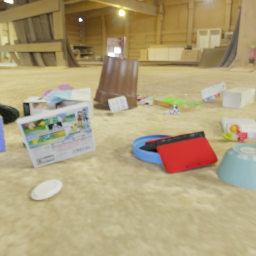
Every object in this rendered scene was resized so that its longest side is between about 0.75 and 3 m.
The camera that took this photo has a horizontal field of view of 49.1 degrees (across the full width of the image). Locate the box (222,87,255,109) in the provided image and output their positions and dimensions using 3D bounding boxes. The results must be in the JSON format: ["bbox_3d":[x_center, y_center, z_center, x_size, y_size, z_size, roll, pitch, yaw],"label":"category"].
[{"bbox_3d":[6.590,-1.823,16.676,1.119,0.916,2.356,14,21,40],"label":"box"}]

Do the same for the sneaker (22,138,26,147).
[{"bbox_3d":[-2.752,0.351,9.484,2.112,0.813,0.799,6,19,27],"label":"sneaker"}]

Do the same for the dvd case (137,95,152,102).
[{"bbox_3d":[0.550,-1.983,18.533,1.744,0.192,1.273,11,19,29],"label":"dvd case"}]

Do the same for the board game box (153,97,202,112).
[{"bbox_3d":[2.798,-1.363,16.076,1.341,0.421,2.808,-10,16,-29],"label":"board game box"}]

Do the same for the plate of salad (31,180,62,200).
[{"bbox_3d":[-1.928,1.491,6.678,0.761,0.183,0.761,-12,23,5],"label":"plate of salad"}]

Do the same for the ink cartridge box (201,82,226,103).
[{"bbox_3d":[5.274,-2.181,17.192,1.514,0.381,0.825,-20,42,26],"label":"ink cartridge box"}]

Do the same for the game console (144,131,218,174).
[{"bbox_3d":[1.586,0.733,8.681,1.725,1.024,1.486,-9,-3,-18],"label":"game console"}]

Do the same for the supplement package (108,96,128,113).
[{"bbox_3d":[-0.528,-1.190,14.134,0.835,0.614,0.799,-15,11,-5],"label":"supplement package"}]

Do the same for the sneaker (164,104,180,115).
[{"bbox_3d":[2.264,-0.963,14.444,0.821,0.534,0.328,7,17,24],"label":"sneaker"}]

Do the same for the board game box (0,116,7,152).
[{"bbox_3d":[-5.586,0.045,9.721,2.051,1.246,2.573,-10,20,-31],"label":"board game box"}]

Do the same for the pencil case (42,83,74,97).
[{"bbox_3d":[-4.061,-1.911,16.576,1.177,1.177,2.692,2,16,6],"label":"pencil case"}]

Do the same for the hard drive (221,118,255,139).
[{"bbox_3d":[4.701,-0.026,11.707,1.393,0.282,2.111,4,17,12],"label":"hard drive"}]

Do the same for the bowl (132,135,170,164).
[{"bbox_3d":[1.085,0.671,9.159,1.910,0.375,1.910,0,16,0],"label":"bowl"}]

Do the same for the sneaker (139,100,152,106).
[{"bbox_3d":[0.991,-1.496,16.637,0.890,0.313,0.416,14,16,31],"label":"sneaker"}]

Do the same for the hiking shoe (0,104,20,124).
[{"bbox_3d":[-6.033,-0.844,12.967,2.637,0.981,1.143,6,29,18],"label":"hiking shoe"}]

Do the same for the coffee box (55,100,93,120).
[{"bbox_3d":[-2.569,-0.876,13.427,1.671,0.955,0.666,3,17,14],"label":"coffee box"}]

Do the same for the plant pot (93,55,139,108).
[{"bbox_3d":[-0.524,-2.687,15.981,2.649,2.623,2.649,9,15,-2],"label":"plant pot"}]

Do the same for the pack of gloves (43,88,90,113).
[{"bbox_3d":[-2.844,-1.091,12.721,2.196,0.433,1.845,-6,58,3],"label":"pack of gloves"}]

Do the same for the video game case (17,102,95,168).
[{"bbox_3d":[-1.929,0.225,7.894,1.877,1.711,0.207,-16,42,-15],"label":"video game case"}]

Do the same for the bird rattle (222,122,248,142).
[{"bbox_3d":[3.914,0.155,10.245,0.911,0.743,0.513,-4,3,9],"label":"bird rattle"}]

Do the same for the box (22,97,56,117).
[{"bbox_3d":[-4.013,-1.136,14.604,2.540,0.764,1.482,-1,17,-6],"label":"box"}]

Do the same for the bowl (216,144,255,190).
[{"bbox_3d":[3.196,0.936,7.523,1.543,0.807,1.543,-1,17,0],"label":"bowl"}]
